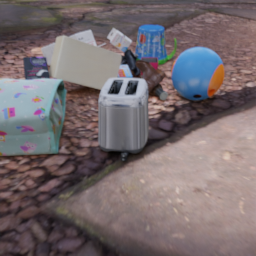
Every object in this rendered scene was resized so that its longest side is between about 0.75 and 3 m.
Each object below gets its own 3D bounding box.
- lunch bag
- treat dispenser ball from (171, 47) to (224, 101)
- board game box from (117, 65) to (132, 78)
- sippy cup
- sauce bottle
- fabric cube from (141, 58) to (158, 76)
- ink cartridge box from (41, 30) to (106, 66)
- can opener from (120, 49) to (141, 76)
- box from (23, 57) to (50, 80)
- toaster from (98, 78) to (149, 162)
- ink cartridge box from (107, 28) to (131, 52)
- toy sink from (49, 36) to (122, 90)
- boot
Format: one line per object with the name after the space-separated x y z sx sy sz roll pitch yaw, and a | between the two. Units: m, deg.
-3.335 -0.598 8.797 2.549 1.825 2.993 -3 38 -3 | lunch bag
2.697 -2.094 10.950 2.030 2.030 2.030 0 32 0 | treat dispenser ball
-0.680 -2.411 12.928 1.534 0.438 1.566 -4 32 -7 | board game box
1.212 -4.470 14.929 2.429 1.780 1.908 -18 37 -28 | sippy cup
1.051 -1.684 11.651 0.588 0.588 1.819 -11 34 -17 | sauce bottle
1.003 -2.842 13.287 0.795 0.793 0.780 1 33 2 | fabric cube
-2.699 -4.068 13.935 2.768 0.939 1.605 -11 21 27 | ink cartridge box
0.198 -3.175 13.952 0.831 1.030 2.620 34 17 -30 | can opener
-3.530 -1.946 10.844 0.896 0.777 1.466 -6 60 -19 | box
-0.134 -0.427 8.452 1.518 1.726 2.672 3 29 7 | toaster
-0.466 -4.427 14.152 1.120 0.645 0.380 31 30 -16 | ink cartridge box
-1.791 -2.581 11.570 2.508 1.635 1.405 10 9 -28 | toy sink
0.393 -1.847 11.290 1.647 0.568 1.767 34 76 36 | boot
